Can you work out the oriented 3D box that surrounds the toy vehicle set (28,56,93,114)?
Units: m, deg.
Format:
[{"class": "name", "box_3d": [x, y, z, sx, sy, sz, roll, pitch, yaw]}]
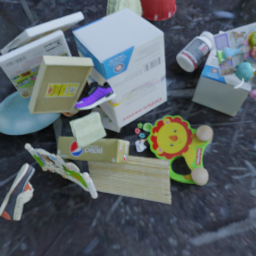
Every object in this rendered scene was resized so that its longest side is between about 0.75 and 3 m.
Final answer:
[{"class": "toy vehicle set", "box_3d": [-1.558, -0.914, 6.342, 1.050, 1.691, 0.224, -5, 59, -34]}]

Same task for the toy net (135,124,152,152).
[{"class": "toy net", "box_3d": [0.392, 0.262, 8.394, 0.489, 0.180, 0.932, 17, 62, 8]}]

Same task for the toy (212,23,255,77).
[{"class": "toy", "box_3d": [3.356, -2.108, 7.307, 2.035, 1.172, 0.480, -12, 19, 16]}]

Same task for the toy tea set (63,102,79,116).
[{"class": "toy tea set", "box_3d": [-2.141, -1.212, 7.897, 2.071, 0.766, 1.231, 35, 102, 4]}]

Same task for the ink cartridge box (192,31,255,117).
[{"class": "ink cartridge box", "box_3d": [3.139, -1.722, 8.866, 1.459, 1.434, 1.982, 21, 64, 12]}]

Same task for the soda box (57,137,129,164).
[{"class": "soda box", "box_3d": [-0.871, 0.538, 6.834, 1.729, 0.586, 0.553, 1, 83, 27]}]

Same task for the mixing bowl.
[{"class": "mixing bowl", "box_3d": [1.134, -5.161, 11.123, 1.655, 0.896, 1.655, 0, 62, 0]}]

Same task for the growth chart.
[{"class": "growth chart", "box_3d": [-1.661, 1.050, 7.008, 2.172, 1.572, 0.193, 21, 61, 27]}]

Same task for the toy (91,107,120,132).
[{"class": "toy", "box_3d": [-0.663, -0.286, 8.635, 0.994, 0.572, 0.235, 18, 19, 0]}]

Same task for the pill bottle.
[{"class": "pill bottle", "box_3d": [2.360, -2.622, 9.615, 1.315, 0.762, 0.762, -45, 69, -7]}]

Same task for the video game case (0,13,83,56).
[{"class": "video game case", "box_3d": [-2.141, -2.315, 6.967, 1.677, 1.526, 0.192, -40, 112, -39]}]

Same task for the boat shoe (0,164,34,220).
[{"class": "boat shoe", "box_3d": [-2.028, 1.239, 5.276, 0.425, 1.358, 0.483, 27, 24, -15]}]

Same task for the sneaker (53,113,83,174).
[{"class": "sneaker", "box_3d": [-1.394, 0.413, 8.018, 1.207, 0.806, 2.107, -20, 57, 2]}]

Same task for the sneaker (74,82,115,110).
[{"class": "sneaker", "box_3d": [-0.770, -0.724, 6.033, 1.000, 0.348, 0.497, -28, 107, -32]}]

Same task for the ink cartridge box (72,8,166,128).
[{"class": "ink cartridge box", "box_3d": [-0.151, -1.568, 7.574, 1.708, 2.320, 1.678, -29, 52, -15]}]

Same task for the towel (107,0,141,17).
[{"class": "towel", "box_3d": [-0.058, -3.561, 9.059, 0.541, 2.201, 2.966, -1, 72, 17]}]

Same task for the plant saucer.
[{"class": "plant saucer", "box_3d": [-3.047, -0.682, 8.469, 2.195, 0.423, 2.195, -4, 43, 4]}]

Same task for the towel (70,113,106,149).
[{"class": "towel", "box_3d": [-0.778, 0.040, 5.531, 0.770, 0.141, 0.572, -27, 102, -47]}]

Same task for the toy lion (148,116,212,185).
[{"class": "toy lion", "box_3d": [1.423, 0.585, 7.958, 1.778, 0.637, 1.855, 5, 76, 17]}]

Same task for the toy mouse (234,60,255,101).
[{"class": "toy mouse", "box_3d": [3.319, -1.188, 7.227, 1.680, 0.366, 1.890, -8, 65, -36]}]

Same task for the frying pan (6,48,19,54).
[{"class": "frying pan", "box_3d": [-2.422, -1.734, 6.344, 0.494, 0.133, 0.816, 13, 48, -6]}]

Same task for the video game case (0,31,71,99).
[{"class": "video game case", "box_3d": [-1.945, -1.364, 6.245, 1.425, 1.297, 0.163, -29, 63, -10]}]

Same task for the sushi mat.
[{"class": "sushi mat", "box_3d": [-0.053, 1.214, 6.995, 2.361, 1.129, 0.143, 3, 20, 29]}]
